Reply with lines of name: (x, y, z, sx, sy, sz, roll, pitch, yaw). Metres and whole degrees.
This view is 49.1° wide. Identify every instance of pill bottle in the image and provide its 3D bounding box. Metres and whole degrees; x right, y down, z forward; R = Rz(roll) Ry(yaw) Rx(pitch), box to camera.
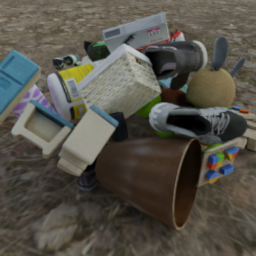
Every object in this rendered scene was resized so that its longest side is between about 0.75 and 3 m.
pill bottle: (-0.990, -1.245, 8.531, 2.580, 1.451, 1.451, -20, 37, -18)

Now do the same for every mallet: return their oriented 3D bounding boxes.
mallet: (-0.756, 0.080, 7.029, 0.415, 0.664, 2.015, -23, 8, -42)

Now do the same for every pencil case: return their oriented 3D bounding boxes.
pencil case: (-2.835, -0.616, 7.901, 1.054, 2.466, 1.035, -7, 36, 38)

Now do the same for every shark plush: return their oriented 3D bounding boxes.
shark plush: (-1.450, -2.602, 12.129, 0.994, 0.911, 2.188, -33, -4, 20)

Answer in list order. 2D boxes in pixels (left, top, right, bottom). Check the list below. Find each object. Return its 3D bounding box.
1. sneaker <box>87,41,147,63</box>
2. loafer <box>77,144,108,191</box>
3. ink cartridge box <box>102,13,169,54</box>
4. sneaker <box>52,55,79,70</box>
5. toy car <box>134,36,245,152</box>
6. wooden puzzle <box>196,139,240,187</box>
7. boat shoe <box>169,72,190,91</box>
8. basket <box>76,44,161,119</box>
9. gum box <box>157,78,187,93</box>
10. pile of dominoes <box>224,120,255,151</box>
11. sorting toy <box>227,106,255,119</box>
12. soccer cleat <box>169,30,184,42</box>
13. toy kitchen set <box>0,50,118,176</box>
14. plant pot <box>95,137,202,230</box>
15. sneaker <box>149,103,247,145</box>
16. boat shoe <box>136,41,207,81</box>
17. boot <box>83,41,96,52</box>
sneaker: (-0.297, -2.663, 9.509, 2.529, 0.987, 1.077, -16, 53, -34)
loafer: (-0.799, 0.889, 7.431, 0.647, 0.567, 1.801, 9, 33, 15)
ink cartridge box: (0.298, -2.407, 7.813, 1.691, 1.467, 0.368, -13, 73, 11)
sneaker: (-1.964, -2.093, 8.877, 1.008, 0.391, 0.435, 0, 26, 34)
toy car: (1.928, -0.979, 7.519, 2.282, 2.778, 2.192, 18, 21, -44)
wooden puzzle: (2.081, 0.839, 6.339, 1.045, 1.128, 0.261, -16, 40, -27)
boat shoe: (1.367, -1.386, 7.045, 0.370, 1.030, 0.350, 21, 46, -10)
basket: (-0.205, -0.937, 6.716, 1.144, 1.687, 1.041, 13, 48, -52)
gum box: (1.101, -1.398, 9.354, 2.110, 0.470, 1.793, 36, -8, -3)
pile of dominoes: (3.043, 0.094, 9.037, 1.910, 0.390, 2.450, -20, 30, -36)
sorting toy: (3.525, -0.592, 9.776, 1.516, 0.203, 1.129, 1, 22, -15)
soccer cleat: (1.421, -3.015, 10.027, 1.397, 0.595, 0.479, -9, 39, 50)
toy kitchen set: (-1.708, -0.553, 5.847, 2.928, 2.346, 1.725, 33, 68, -6)
plant pot: (0.370, 0.999, 6.233, 2.050, 1.916, 1.916, 9, 33, 27)
sneaker: (1.615, -0.015, 5.733, 2.241, 0.841, 1.294, 4, 6, -8)
boat shoe: (0.721, -1.627, 6.888, 0.779, 0.914, 2.735, -18, 14, -25)
boot: (-0.956, -4.627, 15.945, 2.365, 0.860, 2.513, 22, 38, 31)
